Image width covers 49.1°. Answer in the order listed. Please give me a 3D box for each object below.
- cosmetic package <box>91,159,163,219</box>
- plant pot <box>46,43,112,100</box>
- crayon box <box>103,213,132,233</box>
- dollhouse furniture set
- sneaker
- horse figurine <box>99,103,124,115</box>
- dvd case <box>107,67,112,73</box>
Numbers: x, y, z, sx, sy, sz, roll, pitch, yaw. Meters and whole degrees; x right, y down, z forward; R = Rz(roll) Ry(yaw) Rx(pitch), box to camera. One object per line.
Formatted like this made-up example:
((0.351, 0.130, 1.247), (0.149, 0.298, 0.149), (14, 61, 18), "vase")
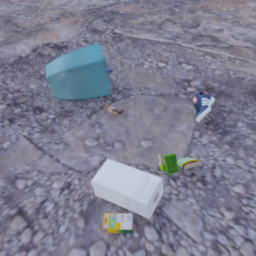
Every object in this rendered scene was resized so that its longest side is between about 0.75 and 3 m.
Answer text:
((-0.019, 1.788, 8.463), (1.920, 0.815, 1.033), (16, 47, 27), "cosmetic package")
((-2.326, -2.444, 13.045), (2.666, 1.884, 1.883), (-15, 41, -5), "plant pot")
((-0.289, 2.711, 7.974), (0.814, 0.210, 0.512), (1, 39, 1), "crayon box")
((1.718, 1.034, 9.394), (1.264, 0.634, 0.828), (-13, 8, -10), "dollhouse furniture set")
((3.001, -0.954, 11.777), (0.832, 0.738, 1.970), (40, 36, 1), "sneaker")
((-0.697, -0.805, 11.964), (1.170, 0.775, 0.292), (25, 88, 16), "horse figurine")
((-1.404, -3.095, 15.105), (0.876, 0.077, 0.625), (-19, 44, -21), "dvd case")
